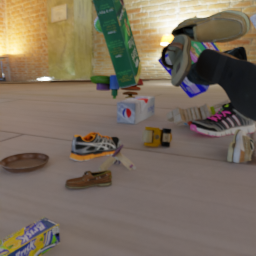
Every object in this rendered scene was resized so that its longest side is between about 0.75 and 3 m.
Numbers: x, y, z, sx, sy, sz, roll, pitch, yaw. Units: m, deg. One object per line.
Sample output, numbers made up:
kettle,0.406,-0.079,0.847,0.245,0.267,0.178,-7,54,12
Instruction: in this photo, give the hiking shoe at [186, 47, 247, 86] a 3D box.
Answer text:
hiking shoe,3.013,-2.103,10.025,2.718,1.011,1.178,-21,11,-26

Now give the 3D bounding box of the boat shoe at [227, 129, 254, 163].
boat shoe,3.103,0.516,7.605,0.568,0.621,1.662,8,25,25

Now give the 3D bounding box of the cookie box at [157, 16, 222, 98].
cookie box,2.754,-3.023,11.915,0.997,2.269,2.652,-20,32,51

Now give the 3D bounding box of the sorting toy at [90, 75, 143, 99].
sorting toy,-0.460,-1.503,10.638,2.066,0.848,1.241,3,3,6

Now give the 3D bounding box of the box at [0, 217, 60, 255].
box,-1.359,1.535,3.600,0.343,0.314,0.978,9,15,34

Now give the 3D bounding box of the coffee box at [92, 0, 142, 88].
coffee box,-0.257,-2.878,8.797,0.629,2.861,1.759,-11,25,14

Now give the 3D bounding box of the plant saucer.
plant saucer,-2.516,0.864,6.854,1.146,0.197,1.146,0,12,0

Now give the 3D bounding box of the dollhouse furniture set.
dollhouse furniture set,-0.278,0.994,6.586,0.625,0.698,0.881,43,51,7

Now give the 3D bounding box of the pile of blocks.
pile of blocks,2.940,-0.307,11.149,2.737,1.124,0.851,-8,55,6

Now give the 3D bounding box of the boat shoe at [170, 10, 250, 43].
boat shoe,2.693,-3.340,9.714,1.108,1.043,2.909,-29,25,-28

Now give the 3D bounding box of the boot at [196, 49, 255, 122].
boot,2.647,-1.003,6.146,1.016,0.991,2.692,2,35,-26

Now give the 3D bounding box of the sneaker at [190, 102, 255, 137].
sneaker,3.433,-0.366,10.059,2.672,1.169,0.986,-4,13,-17

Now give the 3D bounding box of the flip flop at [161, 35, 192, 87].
flip flop,1.138,-1.782,7.062,0.627,0.883,2.177,18,40,-6

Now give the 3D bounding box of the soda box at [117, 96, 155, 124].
soda box,0.425,-0.888,12.915,0.877,0.944,2.766,6,13,22

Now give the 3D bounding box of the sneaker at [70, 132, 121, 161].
sneaker,-0.832,0.425,7.739,0.679,0.670,1.734,8,13,39

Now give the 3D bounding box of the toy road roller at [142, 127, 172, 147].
toy road roller,0.886,0.279,8.674,0.936,0.575,0.683,5,0,-2

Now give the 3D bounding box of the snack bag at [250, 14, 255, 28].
snack bag,4.440,-2.850,7.876,1.422,1.508,0.161,-29,-5,12

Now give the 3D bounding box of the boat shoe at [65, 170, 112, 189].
boat shoe,-0.814,1.036,5.773,0.965,0.328,0.347,-3,13,-15

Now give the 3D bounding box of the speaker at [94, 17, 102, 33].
speaker,-0.750,-4.041,10.290,0.661,0.661,1.494,-7,-4,-27
